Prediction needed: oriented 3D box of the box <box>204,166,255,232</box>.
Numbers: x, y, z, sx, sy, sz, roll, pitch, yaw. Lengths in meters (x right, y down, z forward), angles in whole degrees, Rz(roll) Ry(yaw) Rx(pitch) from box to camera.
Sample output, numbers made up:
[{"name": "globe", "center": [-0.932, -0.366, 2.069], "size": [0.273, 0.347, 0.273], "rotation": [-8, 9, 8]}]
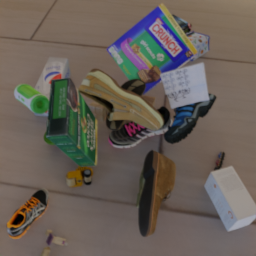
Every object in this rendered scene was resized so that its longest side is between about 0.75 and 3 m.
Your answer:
[{"name": "box", "center": [3.232, 2.237, 8.889], "size": [0.804, 1.026, 1.649], "rotation": [-14, 54, -10]}]

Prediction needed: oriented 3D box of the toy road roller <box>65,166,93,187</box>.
[{"name": "toy road roller", "center": [-1.684, 1.603, 9.693], "size": [0.936, 0.575, 0.683], "rotation": [-7, 40, -12]}]

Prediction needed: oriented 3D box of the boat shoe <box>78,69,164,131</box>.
[{"name": "boat shoe", "center": [-0.271, -0.625, 8.968], "size": [2.909, 1.043, 1.108], "rotation": [33, 67, 0]}]

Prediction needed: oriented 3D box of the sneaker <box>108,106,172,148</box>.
[{"name": "sneaker", "center": [0.478, -0.122, 10.581], "size": [2.672, 1.169, 0.986], "rotation": [-19, 56, -10]}]

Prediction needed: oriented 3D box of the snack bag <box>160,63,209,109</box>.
[{"name": "snack bag", "center": [1.911, -1.337, 9.355], "size": [1.422, 1.508, 0.161], "rotation": [-13, 37, 11]}]

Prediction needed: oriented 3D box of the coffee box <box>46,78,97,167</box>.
[{"name": "coffee box", "center": [-1.561, -0.025, 8.435], "size": [0.629, 2.861, 1.759], "rotation": [-5, 65, 7]}]

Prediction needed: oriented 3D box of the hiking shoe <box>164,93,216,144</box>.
[{"name": "hiking shoe", "center": [2.037, -0.494, 10.281], "size": [1.178, 1.011, 2.718], "rotation": [37, 61, 20]}]

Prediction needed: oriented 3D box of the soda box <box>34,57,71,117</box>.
[{"name": "soda box", "center": [-3.287, -1.813, 12.052], "size": [0.877, 0.944, 2.766], "rotation": [6, 52, 5]}]

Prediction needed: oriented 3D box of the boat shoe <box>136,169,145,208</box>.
[{"name": "boat shoe", "center": [0.696, 1.915, 9.433], "size": [0.568, 0.621, 1.662], "rotation": [16, 67, -8]}]

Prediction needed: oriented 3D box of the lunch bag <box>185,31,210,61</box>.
[{"name": "lunch bag", "center": [3.007, -4.160, 13.869], "size": [1.336, 0.973, 1.572], "rotation": [-32, 45, -23]}]

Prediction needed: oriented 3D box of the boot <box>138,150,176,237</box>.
[{"name": "boot", "center": [0.949, 2.013, 8.587], "size": [1.016, 0.991, 2.692], "rotation": [23, 56, -15]}]

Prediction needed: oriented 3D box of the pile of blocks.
[{"name": "pile of blocks", "center": [-0.216, -0.735, 11.381], "size": [2.737, 0.851, 1.124], "rotation": [-3, 35, -8]}]

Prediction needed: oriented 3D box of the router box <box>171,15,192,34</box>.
[{"name": "router box", "center": [2.262, -5.200, 14.879], "size": [1.824, 0.567, 1.367], "rotation": [-36, 61, -24]}]

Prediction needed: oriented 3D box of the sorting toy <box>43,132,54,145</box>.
[{"name": "sorting toy", "center": [-2.063, 0.351, 10.542], "size": [2.066, 0.848, 1.241], "rotation": [-17, 43, 7]}]

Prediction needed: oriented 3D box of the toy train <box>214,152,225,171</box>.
[{"name": "toy train", "center": [3.305, 1.283, 10.174], "size": [0.243, 0.181, 1.059], "rotation": [13, 53, 25]}]

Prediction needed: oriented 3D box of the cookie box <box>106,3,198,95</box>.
[{"name": "cookie box", "center": [0.923, -2.928, 10.783], "size": [2.652, 0.997, 2.269], "rotation": [-37, 93, 12]}]

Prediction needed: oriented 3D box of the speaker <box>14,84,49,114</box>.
[{"name": "speaker", "center": [-3.076, -0.940, 8.894], "size": [0.661, 0.661, 1.494], "rotation": [-36, 42, -24]}]

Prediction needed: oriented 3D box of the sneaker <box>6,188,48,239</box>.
[{"name": "sneaker", "center": [-3.133, 2.625, 8.830], "size": [0.679, 0.670, 1.734], "rotation": [19, 53, 16]}]

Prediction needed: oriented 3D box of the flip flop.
[{"name": "flip flop", "center": [-0.090, -0.863, 10.559], "size": [0.883, 0.627, 2.177], "rotation": [29, 93, 16]}]

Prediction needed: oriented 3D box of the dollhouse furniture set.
[{"name": "dollhouse furniture set", "center": [-2.276, 3.655, 8.421], "size": [0.625, 0.698, 0.881], "rotation": [30, 76, -27]}]
